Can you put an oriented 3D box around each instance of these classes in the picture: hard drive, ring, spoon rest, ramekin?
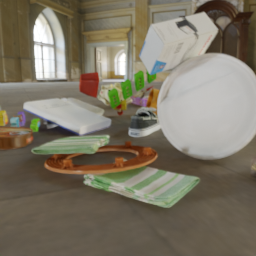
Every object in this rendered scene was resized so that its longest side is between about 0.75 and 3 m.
[{"bbox_3d":[-2.253,-0.483,10.454,2.723,0.345,1.797,22,21,26],"label":"hard drive"},{"bbox_3d":[-0.620,0.611,6.542,2.580,0.248,2.580,-3,7,0],"label":"ring"},{"bbox_3d":[-2.313,-0.859,12.552,2.914,0.883,1.448,10,15,42],"label":"spoon rest"},{"bbox_3d":[2.119,-0.504,7.203,2.570,2.570,1.197,6,0,27],"label":"ramekin"}]

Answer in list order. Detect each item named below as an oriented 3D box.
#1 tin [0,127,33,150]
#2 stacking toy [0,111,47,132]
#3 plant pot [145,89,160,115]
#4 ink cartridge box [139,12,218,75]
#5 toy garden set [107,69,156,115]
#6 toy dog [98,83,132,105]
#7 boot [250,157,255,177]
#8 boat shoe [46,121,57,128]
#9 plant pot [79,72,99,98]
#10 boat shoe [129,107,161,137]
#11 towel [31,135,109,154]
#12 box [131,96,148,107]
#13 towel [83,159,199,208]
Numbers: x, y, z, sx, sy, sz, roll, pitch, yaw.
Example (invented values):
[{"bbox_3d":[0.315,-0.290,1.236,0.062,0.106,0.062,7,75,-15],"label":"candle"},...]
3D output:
[{"bbox_3d":[-3.943,0.283,8.236,2.257,0.472,1.264,1,16,3],"label":"tin"},{"bbox_3d":[-4.033,-0.178,10.235,1.916,0.597,2.542,-3,14,-5],"label":"stacking toy"},{"bbox_3d":[1.540,-1.104,13.219,1.153,1.259,1.259,14,10,-8],"label":"plant pot"},{"bbox_3d":[1.191,-2.042,6.816,1.555,0.651,1.128,-20,-20,-21],"label":"ink cartridge box"},{"bbox_3d":[0.159,-1.721,12.539,2.456,0.490,2.048,-35,-24,-11],"label":"toy garden set"},{"bbox_3d":[-0.897,-1.972,16.758,1.927,1.387,1.987,1,7,-40],"label":"toy dog"},{"bbox_3d":[3.381,0.710,6.117,1.709,0.549,1.593,-4,10,1],"label":"boot"},{"bbox_3d":[-2.910,-0.306,10.987,0.433,0.426,1.201,-1,12,-4],"label":"boat shoe"},{"bbox_3d":[-1.915,-2.125,13.560,0.856,0.971,0.972,5,32,-14],"label":"plant pot"},{"bbox_3d":[0.631,-0.328,10.104,0.895,0.828,2.424,6,13,25],"label":"boat shoe"},{"bbox_3d":[-1.353,0.439,7.304,1.511,0.232,1.981,-2,6,7],"label":"towel"},{"bbox_3d":[1.261,-1.690,17.502,1.529,0.437,2.234,-4,13,-20],"label":"box"},{"bbox_3d":[0.251,0.985,5.400,1.829,0.214,1.395,8,14,33],"label":"towel"}]
